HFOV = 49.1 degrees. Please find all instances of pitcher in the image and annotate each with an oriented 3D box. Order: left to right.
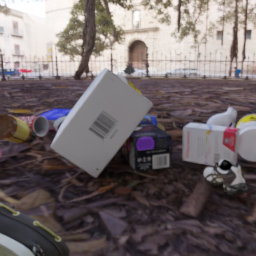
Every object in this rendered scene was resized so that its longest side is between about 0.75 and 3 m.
[{"bbox_3d":[4.274,-0.156,12.696,1.336,1.146,0.810,-31,32,-10],"label":"pitcher"}]

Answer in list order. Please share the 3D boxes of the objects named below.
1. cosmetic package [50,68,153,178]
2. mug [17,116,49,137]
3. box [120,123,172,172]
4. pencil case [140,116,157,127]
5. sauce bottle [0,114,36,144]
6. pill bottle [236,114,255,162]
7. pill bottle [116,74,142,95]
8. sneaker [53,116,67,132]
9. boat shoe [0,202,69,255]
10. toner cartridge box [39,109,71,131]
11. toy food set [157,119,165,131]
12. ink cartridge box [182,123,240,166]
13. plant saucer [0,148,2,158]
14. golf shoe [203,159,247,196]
[{"bbox_3d":[-0.869,-0.359,8.793,1.639,2.658,2.666,37,6,-12],"label":"cosmetic package"},{"bbox_3d":[-4.301,0.008,12.492,1.361,1.208,0.908,2,49,27],"label":"mug"},{"bbox_3d":[0.507,0.555,9.149,1.217,1.056,1.991,-4,14,-13],"label":"box"},{"bbox_3d":[-0.252,0.086,11.073,2.820,1.225,1.100,0,-15,-7],"label":"pencil case"},{"bbox_3d":[-3.975,0.140,10.023,0.863,0.863,2.613,-1,-11,-3],"label":"sauce bottle"},{"bbox_3d":[4.355,0.317,9.703,1.289,1.289,2.256,6,15,22],"label":"pill bottle"},{"bbox_3d":[-0.154,-1.502,13.760,1.437,1.437,2.582,7,-11,28],"label":"pill bottle"},{"bbox_3d":[-2.139,-0.226,12.666,2.291,0.920,0.989,-32,49,-22],"label":"sneaker"},{"bbox_3d":[-2.129,1.733,4.677,2.628,0.937,0.791,18,20,31],"label":"boat shoe"},{"bbox_3d":[-3.759,-0.468,14.510,1.271,0.577,2.675,3,14,8],"label":"toner cartridge box"},{"bbox_3d":[1.183,0.096,12.286,0.843,0.245,1.221,-5,41,-3],"label":"toy food set"},{"bbox_3d":[2.624,0.538,8.945,1.627,1.201,0.697,9,18,31],"label":"ink cartridge box"},{"bbox_3d":[-4.929,0.688,8.436,2.030,0.514,2.030,27,16,-8],"label":"plant saucer"},{"bbox_3d":[2.460,1.125,7.210,0.644,0.783,1.658,-9,7,-14],"label":"golf shoe"}]
